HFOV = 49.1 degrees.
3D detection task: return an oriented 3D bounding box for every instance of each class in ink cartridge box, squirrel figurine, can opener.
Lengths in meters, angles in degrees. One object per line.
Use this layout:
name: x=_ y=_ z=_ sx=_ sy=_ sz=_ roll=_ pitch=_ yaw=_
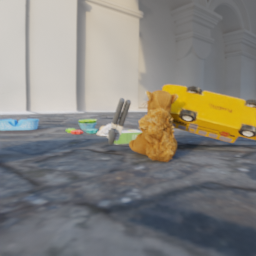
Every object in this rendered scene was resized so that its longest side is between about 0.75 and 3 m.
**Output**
ink cartridge box: x=0.087 y=0.266 z=8.583 sx=1.197 sy=0.355 sz=0.621 roll=-2 pitch=5 yaw=-23
squirrel figurine: x=0.664 y=-0.080 z=5.905 sx=1.057 sy=1.394 sz=1.493 roll=10 pitch=9 yaw=-3
can opener: x=-0.205 y=-0.111 z=6.144 sx=0.287 sy=1.078 sz=0.360 roll=14 pitch=29 yaw=-11

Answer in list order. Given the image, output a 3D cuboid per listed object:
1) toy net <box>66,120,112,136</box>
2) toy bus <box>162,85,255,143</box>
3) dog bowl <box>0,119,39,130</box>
toy net: x=-1.323 y=-0.006 z=10.888 sx=1.366 sy=0.503 sz=2.604 roll=-4 pitch=7 yaw=-41
toy bus: x=2.006 y=-0.308 z=6.932 sx=2.603 sy=0.847 sz=1.019 roll=15 pitch=-24 yaw=11
dog bowl: x=-5.059 y=-0.152 z=12.850 sx=1.862 sy=0.461 sz=1.038 roll=-2 pitch=5 yaw=-12
